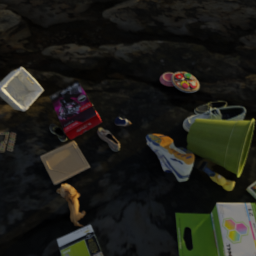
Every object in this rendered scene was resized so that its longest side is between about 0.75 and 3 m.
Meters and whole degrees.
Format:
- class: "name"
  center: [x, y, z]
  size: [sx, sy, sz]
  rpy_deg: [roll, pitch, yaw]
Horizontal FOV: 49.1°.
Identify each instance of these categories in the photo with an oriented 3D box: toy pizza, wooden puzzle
- class: "toy pizza"
  center: [2.895, -2.344, 14.076]
  size: [1.470, 0.233, 1.470]
  rpy_deg: [7, 51, -9]
- class: "wooden puzzle"
  center: [-2.496, 1.374, 11.069]
  size: [1.499, 0.302, 1.620]
  rpy_deg: [-25, 52, -19]

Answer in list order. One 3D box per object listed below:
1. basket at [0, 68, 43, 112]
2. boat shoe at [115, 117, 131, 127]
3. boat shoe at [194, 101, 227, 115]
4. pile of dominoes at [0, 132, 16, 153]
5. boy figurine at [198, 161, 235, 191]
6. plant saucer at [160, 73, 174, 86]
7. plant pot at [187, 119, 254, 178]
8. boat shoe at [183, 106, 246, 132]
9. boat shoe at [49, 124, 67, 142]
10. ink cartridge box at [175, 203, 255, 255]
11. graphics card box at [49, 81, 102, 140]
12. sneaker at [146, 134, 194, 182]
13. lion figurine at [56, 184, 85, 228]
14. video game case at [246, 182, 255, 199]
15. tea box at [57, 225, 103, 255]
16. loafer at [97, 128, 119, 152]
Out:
- class: "basket"
  center: [-4.972, -1.698, 12.665]
  size: [1.168, 1.439, 1.452]
  rpy_deg: [3, 51, 47]
- class: "boat shoe"
  center: [-0.236, -0.218, 12.233]
  size: [0.365, 0.364, 1.009]
  rpy_deg: [18, 0, -32]
- class: "boat shoe"
  center: [3.803, -0.939, 12.904]
  size: [1.504, 0.449, 0.537]
  rpy_deg: [-8, 54, -6]
- class: "pile of dominoes"
  center: [-5.229, 0.559, 11.826]
  size: [0.843, 0.172, 1.081]
  rpy_deg: [-4, 50, -3]
- class: "boy figurine"
  center: [3.314, 1.815, 10.342]
  size: [1.420, 0.883, 0.457]
  rpy_deg: [34, 85, 4]
- class: "plant saucer"
  center: [2.108, -2.529, 14.407]
  size: [0.942, 0.239, 0.942]
  rpy_deg: [0, 50, 0]
- class: "plant pot"
  center: [3.466, 0.509, 10.790]
  size: [2.116, 2.228, 2.228]
  rpy_deg: [16, 51, 27]
- class: "boat shoe"
  center: [3.746, -0.471, 12.114]
  size: [2.776, 0.988, 0.968]
  rpy_deg: [-9, 54, -9]
- class: "boat shoe"
  center: [-3.030, 0.128, 12.077]
  size: [0.406, 0.343, 1.140]
  rpy_deg: [-35, 58, -26]
- class: "ink cartridge box"
  center: [2.869, 3.412, 8.890]
  size: [2.479, 0.939, 1.832]
  rpy_deg: [1, 51, 1]
- class: "graphics card box"
  center: [-2.381, -0.843, 12.438]
  size: [1.583, 0.642, 2.523]
  rpy_deg: [-30, 53, -2]
- class: "sneaker"
  center: [1.435, 1.113, 10.845]
  size: [0.996, 1.166, 2.645]
  rpy_deg: [-6, 24, -25]
- class: "lion figurine"
  center: [-1.814, 2.620, 9.294]
  size: [0.569, 0.961, 1.569]
  rpy_deg: [-26, 74, -4]
- class: "video game case"
  center: [5.579, 2.395, 10.243]
  size: [1.795, 0.197, 1.636]
  rpy_deg: [-27, 55, -20]
- class: "tea box"
  center: [-1.448, 3.829, 8.642]
  size: [1.125, 0.751, 1.106]
  rpy_deg: [-19, 49, -16]
- class: "loafer"
  center: [-0.788, 0.401, 11.722]
  size: [0.480, 0.420, 1.335]
  rpy_deg: [-25, 59, -35]
